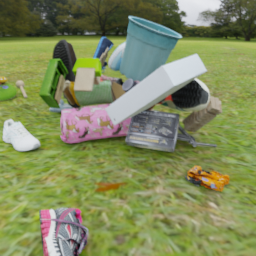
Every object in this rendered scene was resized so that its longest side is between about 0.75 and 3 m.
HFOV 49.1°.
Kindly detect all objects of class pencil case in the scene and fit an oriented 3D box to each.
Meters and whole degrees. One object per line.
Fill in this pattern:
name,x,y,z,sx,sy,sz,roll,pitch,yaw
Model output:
pencil case,-0.956,-0.164,9.651,2.764,1.144,1.196,-6,28,-15

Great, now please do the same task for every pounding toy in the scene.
pounding toy,-6.348,-2.157,14.412,1.986,0.922,1.533,-9,38,-24

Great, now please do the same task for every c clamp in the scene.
c clamp,1.681,0.102,9.808,1.923,0.305,2.251,9,21,-21

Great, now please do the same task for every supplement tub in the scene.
supplement tub,0.373,-1.133,9.485,1.276,0.683,0.683,34,-4,-41

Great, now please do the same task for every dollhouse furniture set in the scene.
dollhouse furniture set,-1.479,-0.986,9.264,1.715,1.314,2.618,3,-22,10

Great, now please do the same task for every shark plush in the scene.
shark plush,-2.691,-0.693,12.199,1.368,0.622,0.570,25,37,2

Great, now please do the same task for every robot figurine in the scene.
robot figurine,2.010,1.275,7.227,1.048,0.305,0.760,16,25,34

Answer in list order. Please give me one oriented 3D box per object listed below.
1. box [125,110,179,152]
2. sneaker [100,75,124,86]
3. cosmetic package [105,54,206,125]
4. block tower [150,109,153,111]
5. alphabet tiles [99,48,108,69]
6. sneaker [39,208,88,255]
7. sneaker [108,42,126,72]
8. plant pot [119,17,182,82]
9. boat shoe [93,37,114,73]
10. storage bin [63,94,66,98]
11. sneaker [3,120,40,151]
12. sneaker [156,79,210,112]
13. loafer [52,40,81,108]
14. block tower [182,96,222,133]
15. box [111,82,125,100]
box,0.779,0.058,8.802,1.504,1.191,0.363,7,-22,15
sneaker,-0.975,-2.174,14.754,1.445,1.045,2.957,-9,26,-19
cosmetic package,0.712,-1.005,7.565,2.335,0.603,1.760,-31,0,44
block tower,0.363,-1.025,12.697,1.656,0.479,0.447,18,28,35
alphabet tiles,-1.163,-2.123,10.396,0.062,1.620,1.947,30,-1,-6
sneaker,-1.019,2.002,4.708,0.803,0.867,2.150,-6,22,-19
sneaker,0.561,-3.194,13.029,2.924,1.909,1.163,-36,-20,15
plant pot,0.629,-2.610,9.759,1.893,1.854,1.893,16,26,-8
boat shoe,-1.131,-2.746,11.607,0.674,1.964,0.826,21,9,-17
storage bin,-2.686,-2.158,15.052,1.157,0.802,1.711,4,23,10
sneaker,-3.600,0.247,9.219,1.843,0.738,0.648,18,27,34
sneaker,1.979,-1.027,9.148,1.361,1.025,2.911,10,3,-22
loafer,-2.367,-2.291,11.934,1.043,2.859,1.020,-4,14,35
block tower,2.411,-0.381,9.202,0.445,1.648,0.476,13,61,-18
box,-0.428,-1.463,12.356,1.015,0.829,0.108,22,-2,-39
